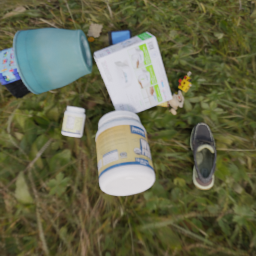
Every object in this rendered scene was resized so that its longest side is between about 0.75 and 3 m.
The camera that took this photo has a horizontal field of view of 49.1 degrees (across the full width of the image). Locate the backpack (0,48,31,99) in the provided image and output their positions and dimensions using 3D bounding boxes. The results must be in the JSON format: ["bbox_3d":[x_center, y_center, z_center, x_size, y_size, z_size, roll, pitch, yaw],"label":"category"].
[{"bbox_3d":[-3.968,-2.519,11.595,2.293,1.543,2.094,-13,57,12],"label":"backpack"}]

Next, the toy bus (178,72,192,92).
[{"bbox_3d":[2.481,-1.871,11.833,0.692,0.734,0.379,-29,50,-22],"label":"toy bus"}]

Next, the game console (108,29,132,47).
[{"bbox_3d":[-0.326,-4.066,13.347,1.156,0.684,0.987,-8,58,-4],"label":"game console"}]

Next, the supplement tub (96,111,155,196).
[{"bbox_3d":[-0.167,0.844,9.566,1.797,1.797,2.485,-7,56,-4],"label":"supplement tub"}]

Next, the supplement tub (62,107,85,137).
[{"bbox_3d":[-2.057,-0.227,10.601,0.778,0.778,1.073,9,90,6],"label":"supplement tub"}]

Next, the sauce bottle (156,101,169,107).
[{"bbox_3d":[1.234,-1.090,11.722,0.985,0.325,0.325,10,59,9],"label":"sauce bottle"}]

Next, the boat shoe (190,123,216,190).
[{"bbox_3d":[2.797,0.873,10.174,0.948,0.872,2.653,6,58,4],"label":"boat shoe"}]

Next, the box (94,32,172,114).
[{"bbox_3d":[0.204,-1.947,10.646,2.225,2.522,1.219,-22,29,0],"label":"box"}]

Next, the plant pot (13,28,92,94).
[{"bbox_3d":[-2.805,-2.811,11.213,2.400,2.555,2.555,-9,58,8],"label":"plant pot"}]

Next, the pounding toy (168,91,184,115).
[{"bbox_3d":[1.805,-1.068,11.424,0.650,0.648,1.133,-22,26,32],"label":"pounding toy"}]

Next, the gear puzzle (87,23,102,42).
[{"bbox_3d":[-1.711,-4.749,14.097,0.642,0.162,1.239,11,62,4],"label":"gear puzzle"}]
